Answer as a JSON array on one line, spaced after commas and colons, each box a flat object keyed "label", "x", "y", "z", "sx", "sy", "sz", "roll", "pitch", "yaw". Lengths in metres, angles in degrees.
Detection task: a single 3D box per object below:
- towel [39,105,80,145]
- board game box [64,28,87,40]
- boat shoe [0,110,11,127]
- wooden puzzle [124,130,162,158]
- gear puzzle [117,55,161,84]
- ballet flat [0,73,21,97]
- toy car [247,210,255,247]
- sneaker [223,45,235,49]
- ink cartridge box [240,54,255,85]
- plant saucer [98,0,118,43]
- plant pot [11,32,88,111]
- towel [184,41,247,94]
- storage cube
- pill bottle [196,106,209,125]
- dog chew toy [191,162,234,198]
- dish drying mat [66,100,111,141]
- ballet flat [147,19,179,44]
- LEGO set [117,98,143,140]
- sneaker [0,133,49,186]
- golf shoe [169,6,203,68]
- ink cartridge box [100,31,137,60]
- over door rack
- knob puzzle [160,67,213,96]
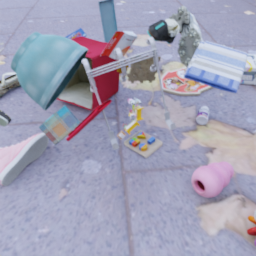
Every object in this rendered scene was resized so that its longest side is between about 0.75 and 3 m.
[{"label": "towel", "x": -2.185, "y": -0.091, "z": 9.017, "sx": 1.109, "sy": 0.813, "sz": 0.120, "roll": -43, "pitch": 10, "yaw": -14}, {"label": "board game box", "x": -3.592, "y": -3.825, "z": 14.546, "sx": 0.508, "sy": 2.949, "sz": 1.996, "roll": 49, "pitch": 47, "yaw": -12}, {"label": "boat shoe", "x": -3.196, "y": -0.367, "z": 6.719, "sx": 0.822, "sy": 0.293, "sz": 0.248, "roll": 42, "pitch": 31, "yaw": -12}, {"label": "wooden puzzle", "x": 0.599, "y": 0.567, "z": 11.060, "sx": 1.186, "sy": 0.275, "sz": 1.099, "roll": 31, "pitch": 49, "yaw": 31}, {"label": "gear puzzle", "x": 0.374, "y": -2.452, "z": 11.585, "sx": 2.330, "sy": 1.207, "sz": 0.305, "roll": -10, "pitch": 32, "yaw": -41}, {"label": "ballet flat", "x": -6.123, "y": -2.179, "z": 13.744, "sx": 0.842, "sy": 0.934, "sz": 2.482, "roll": 34, "pitch": 50, "yaw": 17}, {"label": "toy car", "x": 3.893, "y": 2.928, "z": 7.838, "sx": 0.983, "sy": 1.147, "sz": 1.311, "roll": -38, "pitch": 44, "yaw": 9}, {"label": "sneaker", "x": 6.169, "y": -4.379, "z": 16.522, "sx": 1.627, "sy": 0.730, "sz": 0.545, "roll": 30, "pitch": 49, "yaw": 30}, {"label": "ink cartridge box", "x": 6.067, "y": -3.152, "z": 14.853, "sx": 2.363, "sy": 1.034, "sz": 1.717, "roll": 8, "pitch": 40, "yaw": 8}, {"label": "plant saucer", "x": -0.902, "y": -4.895, "z": 13.111, "sx": 0.735, "sy": 2.101, "sz": 0.199, "roll": -19, "pitch": 39, "yaw": -13}, {"label": "plant pot", "x": -2.949, "y": -2.227, "z": 10.023, "sx": 1.818, "sy": 2.714, "sz": 2.714, "roll": 35, "pitch": 41, "yaw": -11}, {"label": "towel", "x": 3.058, "y": -2.151, "z": 9.627, "sx": 1.805, "sy": 0.293, "sz": 2.457, "roll": 21, "pitch": 49, "yaw": 13}, {"label": "storage cube", "x": -1.931, "y": -2.629, "z": 12.914, "sx": 2.359, "sy": 2.759, "sz": 2.480, "roll": 18, "pitch": 34, "yaw": 21}, {"label": "pill bottle", "x": 3.283, "y": -0.564, "z": 12.224, "sx": 0.485, "sy": 0.485, "sz": 0.870, "roll": 14, "pitch": 42, "yaw": 16}, {"label": "dog chew toy", "x": 2.895, "y": 1.623, "z": 9.318, "sx": 1.650, "sy": 1.028, "sz": 1.028, "roll": -21, "pitch": 44, "yaw": -33}, {"label": "dish drying mat", "x": -1.238, "y": -0.216, "z": 8.467, "sx": 0.175, "sy": 1.923, "sz": 0.739, "roll": 49, "pitch": 42, "yaw": -3}, {"label": "ballet flat", "x": 1.459, "y": -3.593, "z": 10.415, "sx": 0.835, "sy": 0.840, "sz": 2.456, "roll": 52, "pitch": 26, "yaw": -2}, {"label": "LEGO set", "x": 0.050, "y": -0.344, "z": 9.434, "sx": 0.697, "sy": 1.516, "sz": 0.564, "roll": 2, "pitch": 32, "yaw": -35}, {"label": "sneaker", "x": -4.103, "y": 0.869, "z": 10.183, "sx": 1.285, "sy": 0.925, "sz": 2.459, "roll": 24, "pitch": 50, "yaw": 18}, {"label": "golf shoe", "x": 2.779, "y": -3.691, "z": 11.807, "sx": 1.453, "sy": 1.170, "sz": 2.988, "roll": 11, "pitch": 63, "yaw": -42}, {"label": "ink cartridge box", "x": -0.294, "y": -2.822, "z": 9.645, "sx": 0.325, "sy": 1.052, "sz": 1.298, "roll": 43, "pitch": 29, "yaw": 5}, {"label": "over door rack", "x": 0.044, "y": -1.039, "z": 8.719, "sx": 2.207, "sy": 2.988, "sz": 0.995, "roll": -20, "pitch": 27, "yaw": -3}, {"label": "knob puzzle", "x": 2.811, "y": -2.454, "z": 14.517, "sx": 2.901, "sy": 0.402, "sz": 2.901, "roll": 0, "pitch": 41, "yaw": 0}]
